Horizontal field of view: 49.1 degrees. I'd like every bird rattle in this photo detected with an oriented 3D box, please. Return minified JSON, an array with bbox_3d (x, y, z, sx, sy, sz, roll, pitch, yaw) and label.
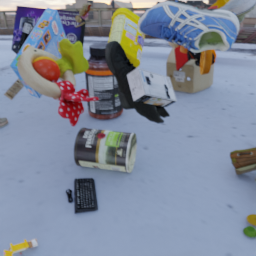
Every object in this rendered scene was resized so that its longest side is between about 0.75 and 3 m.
[{"bbox_3d":[-1.879,-1.211,7.137,1.894,1.309,2.324,19,49,-33],"label":"bird rattle"}]

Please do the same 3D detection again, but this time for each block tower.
[{"bbox_3d":[-3.923,-1.546,10.052,0.362,0.338,1.251,-28,29,42],"label":"block tower"}]

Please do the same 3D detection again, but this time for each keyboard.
[{"bbox_3d":[-1.173,1.639,6.952,0.751,0.160,1.250,-5,25,-10],"label":"keyboard"}]

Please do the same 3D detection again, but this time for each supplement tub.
[{"bbox_3d":[-0.949,-1.851,11.131,1.506,2.815,1.506,0,26,0],"label":"supplement tub"}]

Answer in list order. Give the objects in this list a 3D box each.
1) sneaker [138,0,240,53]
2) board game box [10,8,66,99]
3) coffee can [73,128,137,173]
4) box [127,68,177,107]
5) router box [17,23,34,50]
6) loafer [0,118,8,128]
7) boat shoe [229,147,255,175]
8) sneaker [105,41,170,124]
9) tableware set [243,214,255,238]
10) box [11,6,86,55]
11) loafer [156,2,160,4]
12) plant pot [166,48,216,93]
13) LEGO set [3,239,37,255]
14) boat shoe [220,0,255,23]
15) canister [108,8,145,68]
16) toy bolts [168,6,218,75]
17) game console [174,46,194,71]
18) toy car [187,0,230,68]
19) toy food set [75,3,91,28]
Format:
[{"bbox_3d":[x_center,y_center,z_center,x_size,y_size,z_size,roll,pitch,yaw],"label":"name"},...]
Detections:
[{"bbox_3d":[1.482,-2.522,7.101,2.580,0.977,0.994,8,56,13],"label":"sneaker"},{"bbox_3d":[-2.748,-2.369,9.079,0.424,1.753,2.317,20,69,9],"label":"board game box"},{"bbox_3d":[-0.611,0.621,7.939,1.538,1.126,1.126,6,26,11],"label":"coffee can"},{"bbox_3d":[0.529,-0.847,6.039,1.106,0.645,0.333,6,-26,-46],"label":"box"},{"bbox_3d":[-3.869,-3.442,10.764,0.260,1.016,0.758,20,8,-5],"label":"router box"},{"bbox_3d":[-5.177,-0.163,10.347,0.535,0.468,1.487,22,33,38],"label":"loafer"},{"bbox_3d":[3.754,0.623,7.427,2.034,0.691,0.732,-21,-11,13],"label":"boat shoe"},{"bbox_3d":[0.256,-1.156,7.094,1.159,2.222,0.667,2,31,35],"label":"sneaker"},{"bbox_3d":[2.993,2.069,6.062,0.790,0.180,1.172,15,30,34],"label":"tableware set"},{"bbox_3d":[-3.284,-3.887,11.809,2.730,1.927,1.077,4,-2,-2],"label":"box"},{"bbox_3d":[1.071,-3.476,8.472,0.372,0.384,1.095,4,38,-21],"label":"loafer"},{"bbox_3d":[3.064,-2.965,14.540,2.213,2.216,1.962,16,40,29],"label":"plant pot"},{"bbox_3d":[-2.134,2.439,5.201,0.472,0.382,1.026,36,22,-5],"label":"LEGO set"},{"bbox_3d":[3.743,-4.027,9.965,0.874,0.753,2.427,-43,15,-4],"label":"boat shoe"},{"bbox_3d":[-0.063,-3.758,11.931,1.626,2.189,0.948,25,-29,-29],"label":"canister"},{"bbox_3d":[1.943,-2.757,8.781,1.334,1.924,1.837,4,64,5],"label":"toy bolts"},{"bbox_3d":[2.716,-3.238,12.087,1.262,0.869,1.465,0,58,1],"label":"game console"},{"bbox_3d":[3.190,-3.439,10.107,1.446,2.948,0.981,41,64,0],"label":"toy car"},{"bbox_3d":[-1.739,-4.429,10.829,0.182,1.154,0.734,45,50,1],"label":"toy food set"}]
